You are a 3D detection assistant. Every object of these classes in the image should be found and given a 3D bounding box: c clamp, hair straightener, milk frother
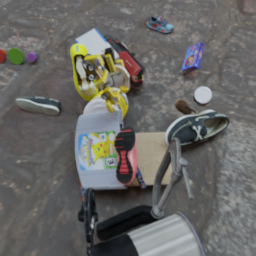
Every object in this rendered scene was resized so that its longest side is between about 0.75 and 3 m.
[{"bbox_3d":[0.999,1.467,7.374,0.357,2.633,2.249,10,46,-6],"label":"c clamp"},{"bbox_3d":[-0.174,-2.840,10.886,2.409,0.493,0.927,46,25,21],"label":"hair straightener"},{"bbox_3d":[0.250,2.724,7.088,2.670,2.838,2.561,-16,48,-17],"label":"milk frother"}]

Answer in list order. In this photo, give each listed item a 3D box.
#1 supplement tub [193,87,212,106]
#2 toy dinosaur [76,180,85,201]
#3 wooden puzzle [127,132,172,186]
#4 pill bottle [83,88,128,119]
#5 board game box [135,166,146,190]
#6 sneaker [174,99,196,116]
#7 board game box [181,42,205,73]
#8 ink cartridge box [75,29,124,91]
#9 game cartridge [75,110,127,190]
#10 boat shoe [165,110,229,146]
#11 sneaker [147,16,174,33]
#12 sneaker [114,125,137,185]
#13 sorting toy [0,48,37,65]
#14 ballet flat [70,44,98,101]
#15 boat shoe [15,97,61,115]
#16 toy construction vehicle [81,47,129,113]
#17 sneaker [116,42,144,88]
[{"bbox_3d":[2.583,-1.074,9.786,0.594,0.969,0.594,0,88,12],"label":"supplement tub"},{"bbox_3d":[-1.407,2.136,9.186,0.806,0.423,0.731,-4,69,44],"label":"toy dinosaur"},{"bbox_3d":[0.394,1.125,9.860,2.149,0.537,2.321,-2,47,0],"label":"wooden puzzle"},{"bbox_3d":[-0.711,-0.734,10.310,1.302,1.302,2.339,8,23,6],"label":"pill bottle"},{"bbox_3d":[0.234,1.272,8.614,0.184,0.722,1.066,-23,42,-2],"label":"board game box"},{"bbox_3d":[2.313,-0.642,10.634,0.477,1.355,0.512,-57,34,-9],"label":"sneaker"},{"bbox_3d":[2.922,-3.147,12.602,0.275,0.827,1.230,26,73,-28],"label":"board game box"},{"bbox_3d":[-1.070,-2.510,11.300,0.974,2.312,1.688,-35,71,-8],"label":"ink cartridge box"},{"bbox_3d":[-0.876,0.718,8.719,1.608,0.488,2.412,-8,83,24],"label":"game cartridge"},{"bbox_3d":[2.517,0.015,10.008,2.725,1.030,0.822,-26,30,-28],"label":"boat shoe"},{"bbox_3d":[1.734,-5.557,14.944,1.520,0.726,0.603,20,55,15],"label":"sneaker"},{"bbox_3d":[-0.036,0.777,7.967,0.618,0.727,1.677,0,76,15],"label":"sneaker"},{"bbox_3d":[-5.426,-3.549,13.537,2.249,0.780,0.775,4,29,5],"label":"sorting toy"},{"bbox_3d":[-1.616,-1.832,10.261,0.817,2.444,0.819,-13,40,-5],"label":"ballet flat"},{"bbox_3d":[-3.645,-0.973,11.440,1.804,0.682,0.544,15,53,-4],"label":"boat shoe"},{"bbox_3d":[-0.488,-1.460,7.859,0.634,1.799,1.566,-11,34,19],"label":"toy construction vehicle"},{"bbox_3d":[-0.050,-2.682,11.986,0.832,2.137,0.878,-28,6,16],"label":"sneaker"}]
